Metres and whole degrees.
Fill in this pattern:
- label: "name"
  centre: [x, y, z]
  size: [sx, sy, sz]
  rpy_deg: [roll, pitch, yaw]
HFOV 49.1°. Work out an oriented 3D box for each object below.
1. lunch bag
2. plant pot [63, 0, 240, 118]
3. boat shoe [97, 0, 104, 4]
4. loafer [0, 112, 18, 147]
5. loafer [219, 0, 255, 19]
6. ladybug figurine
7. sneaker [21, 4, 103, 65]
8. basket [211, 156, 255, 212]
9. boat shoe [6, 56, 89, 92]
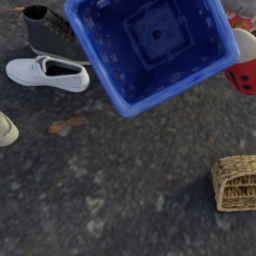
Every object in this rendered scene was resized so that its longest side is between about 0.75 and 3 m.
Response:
- label: "lunch bag"
  centre: [4.335, -4.808, 10.157]
  size: [2.846, 1.166, 2.507]
  rpy_deg: [-27, 66, -13]
- label: "plant pot"
  centre: [0.560, -2.065, 6.008]
  size: [2.553, 2.296, 2.553]
  rpy_deg: [-26, 102, 18]
- label: "boat shoe"
  centre: [-0.363, -3.632, 6.991]
  size: [1.055, 2.939, 0.994]
  rpy_deg: [4, 63, 23]
- label: "loafer"
  centre: [-4.174, -0.296, 8.075]
  size: [2.299, 0.785, 0.870]
  rpy_deg: [33, 67, 15]
- label: "loafer"
  centre: [3.018, -3.301, 7.071]
  size: [2.968, 1.038, 1.036]
  rpy_deg: [-7, 93, 9]
- label: "ladybug figurine"
  centre: [2.666, -1.374, 6.415]
  size: [0.690, 1.919, 1.302]
  rpy_deg: [-43, 37, 3]
- label: "sneaker"
  centre: [-1.910, -2.974, 9.007]
  size: [2.925, 1.554, 1.094]
  rpy_deg: [6, 63, 3]
- label: "basket"
  centre: [3.021, 1.398, 7.029]
  size: [1.563, 1.116, 1.165]
  rpy_deg: [0, 62, 0]
- label: "boat shoe"
  centre: [-2.582, -1.862, 8.814]
  size: [2.724, 0.890, 1.002]
  rpy_deg: [7, 63, 3]
